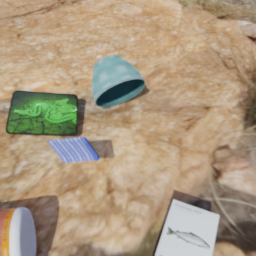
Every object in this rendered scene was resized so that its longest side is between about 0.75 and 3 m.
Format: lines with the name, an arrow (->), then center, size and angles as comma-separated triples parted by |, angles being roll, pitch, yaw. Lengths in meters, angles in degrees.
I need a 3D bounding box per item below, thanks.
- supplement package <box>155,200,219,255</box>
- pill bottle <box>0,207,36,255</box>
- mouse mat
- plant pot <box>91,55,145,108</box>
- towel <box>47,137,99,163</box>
supplement package -> 1.186, 2.799, 6.139 | 1.126, 1.130, 1.927 | 15, 47, 15
pill bottle -> -3.513, 2.646, 6.012 | 2.713, 1.522, 1.522 | -6, 45, -7
mouse mat -> -2.770, -0.501, 9.220 | 2.188, 0.082, 1.760 | 3, 56, -13
plant pot -> -0.496, -1.710, 9.744 | 1.869, 1.869, 1.252 | -19, 76, -18
towel -> -1.383, 0.588, 7.116 | 1.179, 0.853, 0.141 | -7, 42, 25
